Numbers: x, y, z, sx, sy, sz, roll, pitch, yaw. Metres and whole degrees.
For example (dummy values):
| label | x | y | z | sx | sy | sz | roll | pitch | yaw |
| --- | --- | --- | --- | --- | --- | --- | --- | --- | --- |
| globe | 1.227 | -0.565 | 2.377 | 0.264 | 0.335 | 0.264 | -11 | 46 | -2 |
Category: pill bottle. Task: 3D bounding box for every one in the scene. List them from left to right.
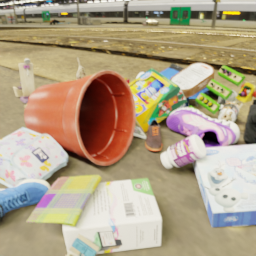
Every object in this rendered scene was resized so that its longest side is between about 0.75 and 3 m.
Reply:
| label | x | y | z | sx | sy | sz | roll | pitch | yaw |
| --- | --- | --- | --- | --- | --- | --- | --- | --- | --- |
| pill bottle | 1.582 | 0.746 | 8.193 | 1.226 | 0.688 | 0.688 | -31 | 11 | 29 |
| pill bottle | 4.292 | -0.574 | 11.990 | 0.738 | 0.738 | 1.268 | 13 | 29 | 26 |

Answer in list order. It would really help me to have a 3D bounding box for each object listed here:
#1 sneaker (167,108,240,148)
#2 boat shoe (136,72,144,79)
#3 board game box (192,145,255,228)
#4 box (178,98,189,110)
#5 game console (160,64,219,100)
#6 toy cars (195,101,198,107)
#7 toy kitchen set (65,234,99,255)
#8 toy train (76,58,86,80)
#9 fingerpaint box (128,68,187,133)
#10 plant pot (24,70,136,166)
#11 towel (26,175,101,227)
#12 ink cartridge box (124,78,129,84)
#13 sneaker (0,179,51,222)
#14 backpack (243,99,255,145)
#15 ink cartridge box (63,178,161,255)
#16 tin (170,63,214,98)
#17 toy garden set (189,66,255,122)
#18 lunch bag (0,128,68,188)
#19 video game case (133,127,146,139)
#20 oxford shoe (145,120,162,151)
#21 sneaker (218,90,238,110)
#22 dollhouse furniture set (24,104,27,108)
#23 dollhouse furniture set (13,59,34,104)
| label | x | y | z | sx | sy | sz | roll | pitch | yaw |
| --- | --- | --- | --- | --- | --- | --- | --- | --- | --- |
| sneaker | 2.546 | 0.104 | 10.278 | 2.757 | 1.109 | 1.219 | 19 | 40 | 33 |
| boat shoe | 0.423 | -1.999 | 13.724 | 0.618 | 1.768 | 0.586 | -10 | 43 | -26 |
| board game box | 3.277 | 1.409 | 7.565 | 2.654 | 0.576 | 2.641 | -4 | 30 | 4 |
| box | 1.974 | -1.100 | 13.154 | 2.090 | 0.672 | 0.732 | -21 | 32 | -36 |
| game console | 3.008 | -2.051 | 14.524 | 2.820 | 1.669 | 2.407 | 34 | -4 | 36 |
| toy cars | 3.368 | -1.357 | 13.605 | 0.174 | 0.784 | 0.351 | 4 | 55 | -1 |
| toy kitchen set | -1.003 | 2.524 | 5.105 | 0.479 | 0.813 | 0.651 | 32 | 13 | 5 |
| toy train | -1.691 | -1.280 | 11.181 | 1.146 | 2.707 | 1.566 | -16 | 32 | -23 |
| fingerpaint box | 0.849 | -1.292 | 11.990 | 2.163 | 0.951 | 2.593 | -35 | 35 | -1 |
| plant pot | -1.717 | -0.398 | 9.405 | 2.852 | 2.933 | 2.933 | 5 | 24 | 34 |
| towel | -1.348 | 1.560 | 6.234 | 1.176 | 0.186 | 1.638 | -5 | 24 | 17 |
| ink cartridge box | -0.797 | -1.919 | 14.491 | 1.895 | 0.905 | 2.158 | 9 | 26 | 26 |
| sneaker | -2.910 | 1.866 | 6.804 | 1.968 | 0.755 | 1.095 | -6 | 20 | -4 |
| backpack | 5.400 | 0.090 | 9.537 | 2.608 | 1.651 | 2.176 | 11 | 33 | 23 |
| ink cartridge box | -0.389 | 1.989 | 6.433 | 2.031 | 0.853 | 1.471 | -4 | 25 | -7 |
| tin | 3.041 | -2.306 | 13.355 | 2.528 | 0.529 | 1.415 | -35 | 54 | -22 |
| toy garden set | 3.658 | -1.098 | 11.174 | 0.521 | 2.611 | 2.177 | 28 | 15 | -40 |
| lunch bag | -2.995 | 0.917 | 8.330 | 1.957 | 1.244 | 1.660 | 20 | 32 | 23 |
| video game case | 0.154 | 0.082 | 10.876 | 0.980 | 0.114 | 0.891 | 17 | 18 | -24 |
| oxford shoe | 0.932 | 0.270 | 10.317 | 0.627 | 0.639 | 1.761 | 1 | 26 | -1 |
| sneaker | 4.994 | -1.569 | 13.880 | 0.851 | 0.913 | 2.303 | 11 | 26 | 26 |
| dollhouse furniture set | -4.100 | -0.708 | 12.548 | 1.428 | 0.898 | 1.614 | -18 | 20 | 21 |
| dollhouse furniture set | -4.343 | -2.626 | 14.656 | 2.885 | 2.048 | 2.286 | -11 | 20 | -31 |
